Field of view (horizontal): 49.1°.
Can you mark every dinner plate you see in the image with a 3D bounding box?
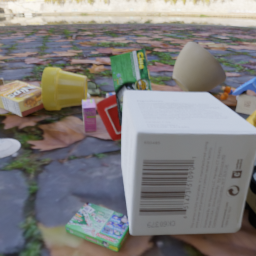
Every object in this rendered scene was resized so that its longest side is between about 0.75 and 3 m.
[{"bbox_3d":[-4.483,0.667,9.722,1.376,0.167,1.376,1,25,0],"label":"dinner plate"}]

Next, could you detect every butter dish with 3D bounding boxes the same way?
[{"bbox_3d":[-0.142,-0.584,9.922,1.568,1.572,1.162,-23,19,8],"label":"butter dish"}]

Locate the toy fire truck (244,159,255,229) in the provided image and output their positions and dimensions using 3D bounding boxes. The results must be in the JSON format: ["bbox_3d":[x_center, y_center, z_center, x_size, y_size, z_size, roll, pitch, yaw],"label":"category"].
[{"bbox_3d":[4.185,1.646,6.384,2.825,1.817,2.486,-13,27,-3],"label":"toy fire truck"}]

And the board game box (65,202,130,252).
[{"bbox_3d":[-0.634,2.242,6.470,1.343,0.196,0.904,12,29,23],"label":"board game box"}]

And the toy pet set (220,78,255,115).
[{"bbox_3d":[5.734,-1.764,13.113,2.805,1.490,2.619,17,31,31],"label":"toy pet set"}]

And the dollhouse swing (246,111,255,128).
[{"bbox_3d":[3.804,0.539,8.358,1.491,1.640,1.442,19,50,-6],"label":"dollhouse swing"}]

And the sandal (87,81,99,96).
[{"bbox_3d":[-1.988,-2.237,15.113,0.779,0.560,1.961,-11,28,-22],"label":"sandal"}]

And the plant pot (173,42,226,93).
[{"bbox_3d":[3.371,-2.785,14.425,1.819,2.710,2.710,-44,32,4],"label":"plant pot"}]

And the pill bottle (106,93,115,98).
[{"bbox_3d":[-0.669,-1.506,13.794,0.772,0.433,0.433,-8,27,-19],"label":"pill bottle"}]

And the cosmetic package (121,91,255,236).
[{"bbox_3d":[1.132,0.627,6.782,2.429,2.427,2.944,1,23,-5],"label":"cosmetic package"}]

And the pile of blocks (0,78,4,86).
[{"bbox_3d":[-7.615,-2.403,15.403,0.799,0.605,1.946,7,27,13],"label":"pile of blocks"}]

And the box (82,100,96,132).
[{"bbox_3d":[-1.535,-0.494,11.077,0.491,1.016,0.894,-5,26,-9],"label":"box"}]

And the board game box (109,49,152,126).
[{"bbox_3d":[0.139,-1.185,8.330,1.117,2.132,0.250,-9,-4,17],"label":"board game box"}]

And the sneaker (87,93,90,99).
[{"bbox_3d":[-2.925,-1.779,13.878,2.029,0.859,0.739,3,25,2],"label":"sneaker"}]

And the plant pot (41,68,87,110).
[{"bbox_3d":[-2.780,-1.721,12.628,1.800,1.914,1.914,2,26,-4],"label":"plant pot"}]

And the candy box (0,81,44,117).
[{"bbox_3d":[-5.077,-1.432,13.096,2.790,0.772,1.611,18,36,37],"label":"candy box"}]
